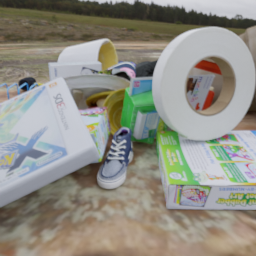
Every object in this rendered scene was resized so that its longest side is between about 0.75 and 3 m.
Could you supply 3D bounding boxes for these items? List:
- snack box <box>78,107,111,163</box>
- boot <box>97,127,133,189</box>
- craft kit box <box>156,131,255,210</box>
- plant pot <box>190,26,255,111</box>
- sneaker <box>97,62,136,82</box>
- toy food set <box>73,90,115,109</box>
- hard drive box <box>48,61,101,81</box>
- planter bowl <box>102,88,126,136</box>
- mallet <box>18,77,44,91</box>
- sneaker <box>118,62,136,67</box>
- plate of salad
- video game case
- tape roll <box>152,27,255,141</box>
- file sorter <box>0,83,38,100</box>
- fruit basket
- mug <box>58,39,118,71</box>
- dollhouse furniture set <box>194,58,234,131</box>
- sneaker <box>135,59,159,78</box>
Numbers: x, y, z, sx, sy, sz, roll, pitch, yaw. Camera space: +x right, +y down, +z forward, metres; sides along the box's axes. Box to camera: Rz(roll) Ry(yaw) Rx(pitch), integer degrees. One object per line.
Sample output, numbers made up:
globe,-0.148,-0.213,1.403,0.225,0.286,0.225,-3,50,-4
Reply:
snack box,-1.799,0.235,6.214,2.608,0.691,1.855,-8,21,6
boot,-0.257,0.558,5.774,0.578,0.718,1.589,4,21,10
craft kit box,1.850,0.711,5.658,2.422,0.595,2.452,3,20,0
plant pot,3.598,-1.761,9.705,2.510,2.893,2.893,-10,15,27
sneaker,-0.914,-1.463,9.840,2.575,0.903,1.056,-29,25,12
toy food set,-0.463,-0.508,8.632,2.569,0.839,1.511,-1,-13,-19
hard drive box,-2.026,-1.777,10.897,1.923,1.499,0.739,-8,22,-18
planter bowl,-0.013,-0.298,7.736,1.474,1.474,0.614,-4,-13,-9
mallet,-3.551,-1.960,12.951,2.776,0.571,0.914,4,16,-4
sneaker,0.209,-2.487,13.255,1.118,1.164,2.968,-19,28,-39
plate of salad,-1.275,-1.191,8.678,2.887,0.693,2.887,-6,-13,-1
video game case,-2.218,0.295,4.874,2.941,0.324,2.681,-26,38,-7
tape roll,1.614,-0.877,5.868,2.330,2.330,0.426,-7,15,-19
file sorter,-3.541,-0.990,9.580,1.557,0.956,1.081,0,21,-2
fruit basket,0.934,-0.377,6.803,2.109,1.954,0.989,-2,43,-15
mug,-1.829,-2.832,13.100,2.286,2.230,2.784,3,-2,21
dollhouse furniture set,1.903,-0.890,7.414,2.247,2.223,1.158,19,31,17
sneaker,0.892,-1.905,10.353,2.901,0.871,1.513,-12,40,35
